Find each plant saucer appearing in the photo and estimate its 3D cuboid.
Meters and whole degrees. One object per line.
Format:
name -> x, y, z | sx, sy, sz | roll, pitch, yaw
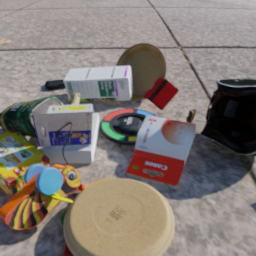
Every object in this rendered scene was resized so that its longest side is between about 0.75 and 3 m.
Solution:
plant saucer -> 0.597, -2.514, 12.811 | 2.632, 2.632, 0.466 | 22, 7, 28

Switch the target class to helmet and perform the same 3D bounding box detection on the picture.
helmet -> 3.936, -0.327, 9.134 | 2.600, 2.727, 2.727 | 19, 38, 18

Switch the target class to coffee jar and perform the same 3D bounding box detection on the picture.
coffee jar -> -3.368, -0.330, 9.653 | 2.654, 1.132, 1.384 | -2, 35, 44

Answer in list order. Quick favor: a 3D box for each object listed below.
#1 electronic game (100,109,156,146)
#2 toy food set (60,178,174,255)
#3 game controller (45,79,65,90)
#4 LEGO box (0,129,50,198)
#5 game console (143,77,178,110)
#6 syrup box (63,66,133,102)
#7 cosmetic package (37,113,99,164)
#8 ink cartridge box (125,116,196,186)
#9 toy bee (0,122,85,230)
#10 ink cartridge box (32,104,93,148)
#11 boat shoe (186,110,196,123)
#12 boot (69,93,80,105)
electronic game -> 0.106, -0.085, 10.608 | 2.326, 0.484, 2.326 | 0, 35, 0
toy food set -> -0.280, 2.324, 6.924 | 2.799, 0.681, 2.771 | 15, 37, 21
game controller -> -3.241, -2.246, 13.971 | 1.765, 0.372, 0.921 | -12, 22, -17
LEGO box -> -3.504, 1.018, 8.527 | 1.855, 0.716, 1.381 | 34, 46, 25
game console -> 1.379, -1.469, 11.939 | 1.145, 0.679, 0.986 | -49, 29, 1
syrup box -> -1.253, -1.936, 12.434 | 2.840, 1.118, 1.156 | 0, 39, 9
cosmetic package -> -2.014, 0.295, 9.943 | 1.769, 0.606, 2.346 | -1, 34, 2
ink cartridge box -> 1.033, 0.628, 8.964 | 1.765, 0.546, 2.177 | 11, 51, 23
toy bee -> -1.889, 1.556, 7.519 | 2.917, 1.585, 1.909 | -46, 32, -8
ink cartridge box -> -1.893, -0.029, 8.377 | 1.656, 1.637, 0.389 | -1, 53, -10
boat shoe -> 2.444, -0.419, 10.784 | 0.258, 0.763, 0.275 | -24, 58, -20
boot -> -2.320, -1.053, 11.485 | 0.377, 0.806, 1.036 | 13, 14, 27
